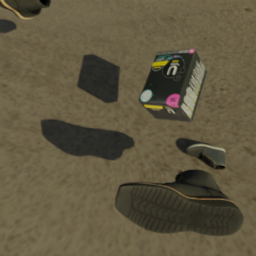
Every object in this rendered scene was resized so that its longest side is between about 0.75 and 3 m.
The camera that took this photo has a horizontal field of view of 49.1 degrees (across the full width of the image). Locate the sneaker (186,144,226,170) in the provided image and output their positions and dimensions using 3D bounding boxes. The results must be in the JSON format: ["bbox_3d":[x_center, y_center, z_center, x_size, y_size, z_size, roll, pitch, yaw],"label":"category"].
[{"bbox_3d":[2.560,0.964,9.157,1.303,0.487,0.692,5,50,2],"label":"sneaker"}]

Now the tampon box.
[{"bbox_3d":[1.241,-1.133,7.619,1.219,1.027,1.627,7,68,39],"label":"tampon box"}]

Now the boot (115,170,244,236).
[{"bbox_3d":[0.915,1.337,5.894,2.439,0.945,1.687,17,19,-9],"label":"boot"}]

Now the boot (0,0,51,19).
[{"bbox_3d":[-2.816,-3.763,8.565,1.457,0.816,2.107,7,16,11],"label":"boot"}]
